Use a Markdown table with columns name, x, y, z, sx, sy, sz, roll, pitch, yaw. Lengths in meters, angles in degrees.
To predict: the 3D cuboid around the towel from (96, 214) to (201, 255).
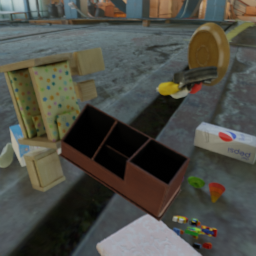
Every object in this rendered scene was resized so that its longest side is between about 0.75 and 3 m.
| name | x | y | z | sx | sy | sz | roll | pitch | yaw |
| --- | --- | --- | --- | --- | --- | --- | --- | --- | --- |
| towel | 0.487 | 2.985 | 6.562 | 1.800 | 0.304 | 1.885 | -20 | 35 | -33 |

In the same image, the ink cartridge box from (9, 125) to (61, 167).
| name | x | y | z | sx | sy | sz | roll | pitch | yaw |
| --- | --- | --- | --- | --- | --- | --- | --- | --- | --- |
| ink cartridge box | -3.216 | 0.440 | 10.117 | 1.684 | 1.083 | 1.055 | -18 | 49 | -29 |

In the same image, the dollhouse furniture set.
| name | x | y | z | sx | sy | sz | roll | pitch | yaw |
| --- | --- | --- | --- | --- | --- | --- | --- | --- | --- |
| dollhouse furniture set | -1.077 | -0.288 | 6.333 | 1.530 | 2.753 | 2.435 | 2 | 21 | 40 |

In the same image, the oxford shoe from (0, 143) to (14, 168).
| name | x | y | z | sx | sy | sz | roll | pitch | yaw |
| --- | --- | --- | --- | --- | --- | --- | --- | --- | --- |
| oxford shoe | -4.398 | 1.032 | 10.079 | 0.342 | 0.446 | 1.185 | -37 | 32 | 19 |

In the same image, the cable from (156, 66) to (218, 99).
| name | x | y | z | sx | sy | sz | roll | pitch | yaw |
| --- | --- | --- | --- | --- | --- | --- | --- | --- | --- |
| cable | 1.385 | -0.874 | 5.693 | 1.196 | 0.620 | 2.462 | -4 | 9 | -6 |

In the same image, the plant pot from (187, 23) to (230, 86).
| name | x | y | z | sx | sy | sz | roll | pitch | yaw |
| --- | --- | --- | --- | --- | --- | --- | --- | --- | --- |
| plant pot | 1.904 | -1.790 | 6.940 | 0.210 | 1.526 | 1.526 | -10 | 30 | -22 |

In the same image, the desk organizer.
| name | x | y | z | sx | sy | sz | roll | pitch | yaw |
| --- | --- | --- | --- | --- | --- | --- | --- | --- | --- |
| desk organizer | -0.128 | 0.458 | 4.436 | 2.033 | 0.783 | 0.729 | 28 | 45 | 22 |

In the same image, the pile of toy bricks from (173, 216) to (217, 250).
| name | x | y | z | sx | sy | sz | roll | pitch | yaw |
| --- | --- | --- | --- | --- | --- | --- | --- | --- | --- |
| pile of toy bricks | 1.705 | 2.626 | 7.086 | 1.147 | 0.636 | 0.566 | 6 | -6 | 36 |

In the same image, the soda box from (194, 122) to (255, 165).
| name | x | y | z | sx | sy | sz | roll | pitch | yaw |
| --- | --- | --- | --- | --- | --- | --- | --- | --- | --- |
| soda box | 3.676 | 0.530 | 10.493 | 2.275 | 0.776 | 0.722 | 19 | 34 | 29 |

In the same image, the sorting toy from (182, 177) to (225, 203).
| name | x | y | z | sx | sy | sz | roll | pitch | yaw |
| --- | --- | --- | --- | --- | --- | --- | --- | --- | --- |
| sorting toy | 2.125 | 1.871 | 8.542 | 1.537 | 0.533 | 0.529 | 14 | 55 | 20 |
